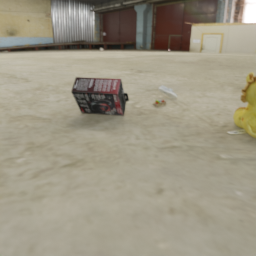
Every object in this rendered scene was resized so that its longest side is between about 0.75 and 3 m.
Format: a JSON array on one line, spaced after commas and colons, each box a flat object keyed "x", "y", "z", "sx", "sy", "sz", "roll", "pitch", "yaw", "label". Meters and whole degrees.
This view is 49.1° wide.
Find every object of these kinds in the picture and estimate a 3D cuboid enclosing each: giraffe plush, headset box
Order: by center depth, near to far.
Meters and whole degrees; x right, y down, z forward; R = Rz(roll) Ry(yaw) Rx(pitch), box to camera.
[{"x": 5.374, "y": -1.027, "z": 11.415, "sx": 2.875, "sy": 2.332, "sz": 2.481, "roll": -11, "pitch": 22, "yaw": -27, "label": "giraffe plush"}, {"x": -1.192, "y": -1.444, "z": 13.224, "sx": 2.441, "sy": 1.814, "sz": 0.916, "roll": 4, "pitch": 61, "yaw": 11, "label": "headset box"}]

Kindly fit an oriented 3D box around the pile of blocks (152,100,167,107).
[{"x": 1.741, "y": -1.414, "z": 15.252, "sx": 0.975, "sy": 0.303, "sz": 0.400, "roll": -14, "pitch": 56, "yaw": -37, "label": "pile of blocks"}]

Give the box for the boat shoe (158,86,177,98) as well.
[{"x": 2.474, "y": -2.221, "z": 17.069, "sx": 1.268, "sy": 0.456, "sz": 0.434, "roll": 28, "pitch": 71, "yaw": 28, "label": "boat shoe"}]
